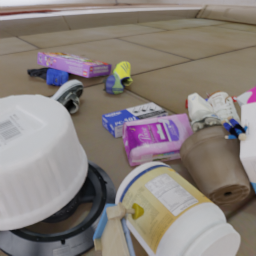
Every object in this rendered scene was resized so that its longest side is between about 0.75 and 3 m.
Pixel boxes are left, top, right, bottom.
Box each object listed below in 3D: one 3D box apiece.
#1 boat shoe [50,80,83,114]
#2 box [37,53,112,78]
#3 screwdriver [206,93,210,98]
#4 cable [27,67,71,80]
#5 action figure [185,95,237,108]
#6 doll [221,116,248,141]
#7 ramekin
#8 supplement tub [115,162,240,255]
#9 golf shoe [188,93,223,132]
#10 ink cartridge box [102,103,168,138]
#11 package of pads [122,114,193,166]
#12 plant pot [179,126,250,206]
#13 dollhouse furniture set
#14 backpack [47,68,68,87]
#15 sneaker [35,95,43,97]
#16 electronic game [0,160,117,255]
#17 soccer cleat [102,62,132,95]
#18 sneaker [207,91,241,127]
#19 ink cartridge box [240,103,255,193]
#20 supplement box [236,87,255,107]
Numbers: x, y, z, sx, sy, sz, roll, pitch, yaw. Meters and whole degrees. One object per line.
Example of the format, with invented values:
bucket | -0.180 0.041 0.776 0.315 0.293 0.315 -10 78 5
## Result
boat shoe | -2.244 -0.834 10.233 0.960 0.975 2.706 22 42 12
box | -2.592 -3.134 13.745 2.994 0.585 2.049 18 21 21
screwdriver | 3.204 -0.916 10.327 0.143 0.983 0.137 -26 16 45
cable | -3.940 -2.808 13.840 2.110 0.536 1.722 4 26 9
action figure | 3.283 -0.988 10.787 2.079 0.537 0.680 -6 27 -16
doll | 2.285 0.054 5.996 0.526 0.187 0.770 -36 31 9
ramekin | -2.336 0.497 5.764 2.809 1.369 2.809 -3 37 3
supplement tub | 0.818 1.694 5.096 1.444 1.444 1.999 -17 35 -27
golf shoe | 2.010 -0.350 7.252 0.782 0.972 1.999 -23 -17 16
ink cartridge box | 0.239 -0.299 9.576 2.047 0.452 0.962 -16 33 -26
package of pads | 0.882 0.309 7.904 1.976 0.748 1.191 -8 54 -11
plant pot | 2.106 0.970 6.526 1.592 1.592 1.381 -2 46 -3
dollhouse furniture set | 0.155 2.126 3.860 1.086 1.664 1.571 9 27 -21
backpack | -3.204 -2.214 12.683 0.905 0.735 0.759 7 28 -5
sneaker | -3.332 -1.041 10.672 0.508 0.548 1.351 -46 44 -13
electronic game | -1.602 1.554 6.047 2.750 0.572 2.750 6 38 -4
soccer cleat | -0.247 -2.220 12.576 1.117 0.863 2.671 10 35 14
sneaker | 2.822 -0.327 8.631 1.059 1.231 2.908 -20 20 19
ink cartridge box | 3.930 0.377 5.783 2.677 1.721 1.676 -12 39 32
supplement box | 3.798 -0.243 7.555 0.867 1.713 0.885 -33 18 12
